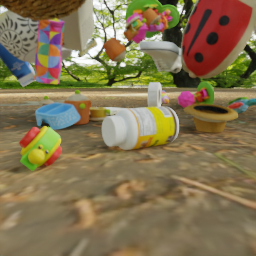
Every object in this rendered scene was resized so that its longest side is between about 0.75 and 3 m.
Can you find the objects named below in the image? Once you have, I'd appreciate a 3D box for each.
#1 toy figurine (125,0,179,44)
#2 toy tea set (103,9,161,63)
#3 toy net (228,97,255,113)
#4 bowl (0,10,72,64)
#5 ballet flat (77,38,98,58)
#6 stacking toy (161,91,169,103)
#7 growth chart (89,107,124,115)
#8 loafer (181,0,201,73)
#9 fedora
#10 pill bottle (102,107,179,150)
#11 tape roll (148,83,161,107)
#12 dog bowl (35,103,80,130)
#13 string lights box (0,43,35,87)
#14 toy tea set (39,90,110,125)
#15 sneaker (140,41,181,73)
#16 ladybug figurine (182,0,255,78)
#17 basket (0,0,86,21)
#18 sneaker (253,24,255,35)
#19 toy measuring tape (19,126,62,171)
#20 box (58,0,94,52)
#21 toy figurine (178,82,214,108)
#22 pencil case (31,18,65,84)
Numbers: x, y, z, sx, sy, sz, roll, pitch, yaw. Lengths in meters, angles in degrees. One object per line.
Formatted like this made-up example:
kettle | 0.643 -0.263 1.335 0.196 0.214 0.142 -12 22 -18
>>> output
toy figurine | 0.820 -4.095 11.121 2.317 1.740 2.133 3 36 12
toy tea set | 0.120 -2.296 7.228 1.750 0.647 1.040 -35 8 24
toy net | 4.630 -1.156 10.299 1.404 0.517 2.676 -1 -18 -29
bowl | -2.308 -2.478 7.835 2.539 1.192 2.539 -25 2 1
ballet flat | -1.341 -2.590 8.967 0.343 0.343 0.969 8 42 37
stacking toy | 2.052 -1.666 16.033 0.658 0.696 1.199 -6 22 -18
growth chart | -0.885 -0.664 11.152 1.708 0.209 2.361 10 14 44
loafer | 2.314 -3.220 9.334 1.033 2.730 0.932 12 6 20
fedora | 2.180 -0.231 7.532 1.473 0.601 1.473 2 18 -1
pill bottle | 0.246 0.000 5.621 1.465 0.800 0.800 -6 12 -32
tape roll | 1.165 -1.382 12.268 0.431 1.233 1.233 3 10 14
dog bowl | -2.099 -0.387 8.171 1.626 0.403 0.906 11 35 44
string lights box | -3.809 -2.372 9.132 0.559 1.896 0.974 -32 42 -4
toy tea set | -2.046 -0.777 9.366 2.792 1.033 1.660 5 11 26
sneaker | 1.315 -2.465 9.930 0.972 0.943 2.663 12 9 37
ladybug figurine | 2.140 -2.465 7.019 0.924 2.569 1.744 7 23 -40
basket | -1.120 -2.355 3.695 1.786 1.330 1.274 5 -11 44
sneaker | 3.936 -2.488 6.704 1.004 1.574 2.724 -14 -15 6
toy measuring tape | -1.448 0.230 4.751 0.655 0.655 1.781 -2 10 -14
box | -1.264 -2.801 5.895 0.782 0.939 2.286 14 -33 6
toy figurine | 3.079 -1.442 13.695 1.534 1.251 1.667 -14 -7 -21
pencil case | -1.548 -1.474 5.443 0.566 1.280 0.566 11 22 -5
